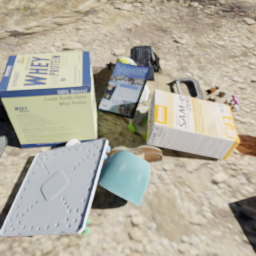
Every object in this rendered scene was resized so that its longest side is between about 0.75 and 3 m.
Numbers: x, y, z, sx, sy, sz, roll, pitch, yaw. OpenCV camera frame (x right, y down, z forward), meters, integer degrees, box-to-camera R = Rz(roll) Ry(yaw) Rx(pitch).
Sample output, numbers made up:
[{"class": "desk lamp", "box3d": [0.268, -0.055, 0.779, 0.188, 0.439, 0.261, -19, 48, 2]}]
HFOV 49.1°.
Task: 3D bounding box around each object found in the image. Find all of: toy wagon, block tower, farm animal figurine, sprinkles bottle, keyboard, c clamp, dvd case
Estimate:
[{"class": "toy wagon", "box3d": [0.686, -0.348, 10.860, 2.028, 0.401, 1.574, 30, 54, 25]}, {"class": "block tower", "box3d": [-1.643, -2.756, 12.785, 2.592, 0.749, 0.700, 1, 48, 2]}, {"class": "farm animal figurine", "box3d": [3.730, -1.041, 11.024, 1.408, 1.137, 0.708, 33, 48, 29]}, {"class": "sprinkles bottle", "box3d": [-1.399, 1.030, 9.505, 1.688, 0.576, 0.576, 33, 56, 25]}, {"class": "keyboard", "box3d": [0.884, -3.279, 13.388, 1.425, 0.543, 2.738, 0, 49, 0]}, {"class": "c clamp", "box3d": [2.401, -1.559, 11.963, 1.602, 0.254, 1.876, 2, 50, 1]}, {"class": "dvd case", "box3d": [-0.136, -1.518, 11.113, 1.569, 0.193, 2.200, 15, 78, 25]}]

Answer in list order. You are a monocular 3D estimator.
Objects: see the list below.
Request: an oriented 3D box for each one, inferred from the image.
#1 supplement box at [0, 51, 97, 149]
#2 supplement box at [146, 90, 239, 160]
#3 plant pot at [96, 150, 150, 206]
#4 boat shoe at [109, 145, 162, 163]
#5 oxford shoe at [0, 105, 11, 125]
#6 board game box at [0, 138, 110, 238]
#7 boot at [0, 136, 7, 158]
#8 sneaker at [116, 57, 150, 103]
[{"class": "supplement box", "box3d": [-2.558, -0.919, 9.763, 2.764, 2.761, 1.855, -5, 48, -4]}, {"class": "supplement box", "box3d": [2.151, -0.128, 9.745, 2.879, 1.059, 1.815, 11, 46, -6]}, {"class": "plant pot", "box3d": [-0.058, 1.392, 8.291, 1.537, 1.537, 1.233, 25, 79, 21]}, {"class": "boat shoe", "box3d": [0.237, 1.044, 9.419, 1.810, 0.685, 0.668, -2, 39, 11]}, {"class": "oxford shoe", "box3d": [-4.919, -0.528, 11.011, 1.184, 0.430, 0.500, 35, 66, 31]}, {"class": "board game box", "box3d": [-2.036, 1.757, 8.178, 2.890, 0.374, 2.890, -13, 43, 26]}, {"class": "boot", "box3d": [-4.950, 1.045, 9.239, 1.356, 2.076, 0.703, 20, 24, -46]}, {"class": "sneaker", "box3d": [0.026, -2.037, 11.685, 0.890, 0.878, 2.329, -20, 67, -25]}]
